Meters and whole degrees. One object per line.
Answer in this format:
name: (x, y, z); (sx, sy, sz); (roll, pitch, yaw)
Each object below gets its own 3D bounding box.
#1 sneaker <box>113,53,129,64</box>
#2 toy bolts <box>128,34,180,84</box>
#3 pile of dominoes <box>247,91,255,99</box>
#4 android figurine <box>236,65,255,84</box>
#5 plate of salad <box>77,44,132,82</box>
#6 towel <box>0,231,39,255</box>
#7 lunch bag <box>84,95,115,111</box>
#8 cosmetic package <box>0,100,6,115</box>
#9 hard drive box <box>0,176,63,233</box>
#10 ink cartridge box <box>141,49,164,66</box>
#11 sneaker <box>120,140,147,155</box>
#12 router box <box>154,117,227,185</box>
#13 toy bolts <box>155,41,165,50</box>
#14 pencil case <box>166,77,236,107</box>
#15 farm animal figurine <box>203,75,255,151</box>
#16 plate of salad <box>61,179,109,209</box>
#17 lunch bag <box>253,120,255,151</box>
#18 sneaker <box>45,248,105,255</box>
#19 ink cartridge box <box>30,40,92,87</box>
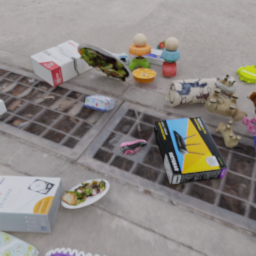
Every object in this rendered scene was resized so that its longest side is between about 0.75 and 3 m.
sneaker: (-0.820, -3.627, 15.007); (1.760, 0.632, 0.638); (-8, 50, -4)
toy bolts: (1.329, -3.511, 13.816); (2.600, 1.803, 2.484); (1, 35, -1)
pile of dominoes: (7.264, -1.530, 12.914); (2.999, 0.477, 2.337); (-29, 51, -26)
android figurine: (6.273, -2.711, 14.249); (1.452, 0.328, 1.596); (30, 51, 27)
plate of salad: (-1.140, -2.868, 12.963); (2.850, 2.850, 0.685); (22, 78, 21)
towel: (-3.442, 3.657, 7.613); (1.599, 0.385, 1.368); (16, 43, 16)
lunch bag: (-1.228, -1.087, 12.082); (1.092, 0.515, 1.363); (13, 13, 14)
cosmetic package: (-6.311, -1.006, 12.268); (1.701, 0.606, 0.863); (22, 48, 22)
hard drive box: (-3.172, 2.283, 8.523); (2.023, 0.777, 1.576); (1, 31, 1)
ink cartridge box: (1.413, -3.969, 15.516); (2.008, 0.394, 0.999); (18, 47, 16)
sneaker: (0.237, 0.772, 10.656); (1.048, 0.414, 0.500); (-11, 63, -8)
router box: (2.184, 0.751, 10.382); (1.954, 0.669, 2.619); (-6, 45, -8)
toy bolts: (2.014, -4.636, 16.266); (0.843, 0.584, 0.805); (-21, 88, -34)
pencil case: (3.211, -1.622, 12.557); (2.912, 1.302, 1.133); (-6, 73, -6)
farm animal figurine: (4.109, -0.562, 11.266); (2.506, 1.321, 2.533); (38, 73, 22)
plate of salad: (-1.382, 2.000, 8.899); (1.592, 0.382, 1.592); (-16, 16, 5)
lunch bag: (5.720, 0.358, 10.461); (1.735, 1.300, 2.041); (7, 33, 8)
sneaker: (-1.205, 3.750, 7.219); (2.145, 0.863, 0.948); (7, 52, 6)
ink cartridge box: (-3.364, -3.354, 14.388); (2.515, 1.042, 1.846); (-34, 53, -30)
